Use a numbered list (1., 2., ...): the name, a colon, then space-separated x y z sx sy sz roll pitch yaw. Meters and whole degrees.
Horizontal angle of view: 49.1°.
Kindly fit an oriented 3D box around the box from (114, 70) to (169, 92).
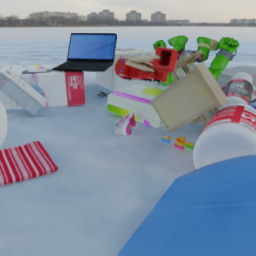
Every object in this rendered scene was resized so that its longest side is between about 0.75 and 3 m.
1. box: 0.805 -1.757 10.658 2.541 1.239 1.581 1 21 2

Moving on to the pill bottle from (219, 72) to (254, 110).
1. pill bottle: 2.816 -0.866 7.193 0.691 0.691 1.248 11 49 26

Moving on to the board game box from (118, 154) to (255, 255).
1. board game box: 1.275 1.165 3.408 2.200 0.542 2.784 -16 12 37

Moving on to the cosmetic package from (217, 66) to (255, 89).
1. cosmetic package: 4.260 -1.677 10.691 2.521 1.137 1.347 -14 28 -38

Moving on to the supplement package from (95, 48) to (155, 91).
1. supplement package: -0.157 -2.729 12.711 2.127 1.564 2.034 -12 23 -26

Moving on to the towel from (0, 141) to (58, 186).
1. towel: -2.562 0.744 5.640 1.952 0.219 1.411 -11 25 -27

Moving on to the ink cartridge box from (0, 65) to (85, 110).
1. ink cartridge box: -3.089 -1.579 10.246 2.863 1.226 2.113 -3 22 -14

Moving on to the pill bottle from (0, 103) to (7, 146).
1. pill bottle: -4.120 -0.115 6.215 2.446 1.392 1.392 2 21 7

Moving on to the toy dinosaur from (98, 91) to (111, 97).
1. toy dinosaur: -0.998 -1.349 11.121 0.345 0.186 0.782 9 17 18

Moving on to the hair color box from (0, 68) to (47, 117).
1. hair color box: -3.326 -1.111 8.715 0.477 1.572 0.778 -44 22 10

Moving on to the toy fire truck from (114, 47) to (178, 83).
1. toy fire truck: 0.322 -1.297 5.894 1.623 0.396 1.145 10 -4 27

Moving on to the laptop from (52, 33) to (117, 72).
1. laptop: -1.498 -2.766 10.075 1.875 1.092 2.115 3 23 10

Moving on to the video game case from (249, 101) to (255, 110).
1. video game case: 5.229 -0.450 8.117 2.865 0.651 2.597 15 25 33

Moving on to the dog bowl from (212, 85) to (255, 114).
1. dog bowl: 3.196 -1.001 8.782 1.648 0.608 1.648 -19 6 2

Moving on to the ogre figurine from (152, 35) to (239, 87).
1. ogre figurine: 1.924 -2.073 9.008 2.762 1.656 1.355 13 -6 14

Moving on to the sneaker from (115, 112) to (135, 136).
1. sneaker: -0.087 -0.138 7.571 0.447 0.412 1.014 -1 24 19

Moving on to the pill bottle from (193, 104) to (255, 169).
1. pill bottle: 2.121 0.225 5.591 1.209 1.209 2.154 10 23 24

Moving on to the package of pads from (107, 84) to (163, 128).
1. package of pads: 0.560 -0.756 8.667 1.973 0.673 1.524 21 32 33

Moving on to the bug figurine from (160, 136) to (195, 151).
1. bug figurine: 1.155 0.349 6.445 0.840 0.216 0.652 4 16 -42

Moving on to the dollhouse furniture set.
1. dollhouse furniture set: 1.859 -0.916 6.844 2.237 1.961 1.486 -29 -4 -44
